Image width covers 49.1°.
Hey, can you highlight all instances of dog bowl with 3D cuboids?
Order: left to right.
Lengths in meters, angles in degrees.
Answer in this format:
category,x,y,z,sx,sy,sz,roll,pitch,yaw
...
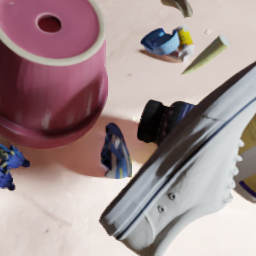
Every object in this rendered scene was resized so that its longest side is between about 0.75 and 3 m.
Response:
category,x,y,z,sx,sy,sz,roll,pitch,yaw
dog bowl,0.786,-2.115,6.897,0.677,0.301,1.214,-41,34,-5

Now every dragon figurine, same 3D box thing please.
category,x,y,z,sx,sy,sz,roll,pitch,yaw
dragon figurine,-2.430,-0.023,3.913,1.184,2.382,0.701,8,55,51

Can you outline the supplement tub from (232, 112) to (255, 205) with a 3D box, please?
category,x,y,z,sx,sy,sz,roll,pitch,yaw
supplement tub,2.771,0.007,4.398,1.847,2.540,1.847,16,52,-22

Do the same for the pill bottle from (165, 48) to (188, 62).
category,x,y,z,sx,sy,sz,roll,pitch,yaw
pill bottle,1.852,-2.836,10.635,0.848,0.480,0.480,30,55,23

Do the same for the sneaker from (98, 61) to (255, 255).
category,x,y,z,sx,sy,sz,roll,pitch,yaw
sneaker,0.878,0.431,3.395,0.981,1.012,2.772,41,98,0

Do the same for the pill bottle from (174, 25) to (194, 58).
category,x,y,z,sx,sy,sz,roll,pitch,yaw
pill bottle,1.726,-2.657,8.656,0.495,0.495,0.906,-21,91,-17

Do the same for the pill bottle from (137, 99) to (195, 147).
category,x,y,z,sx,sy,sz,roll,pitch,yaw
pill bottle,1.718,0.183,7.290,2.772,1.550,1.550,18,51,15

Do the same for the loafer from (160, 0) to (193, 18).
category,x,y,z,sx,sy,sz,roll,pitch,yaw
loafer,1.356,-4.037,8.746,0.626,0.694,1.833,-38,70,22

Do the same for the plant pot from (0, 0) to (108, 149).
category,x,y,z,sx,sy,sz,roll,pitch,yaw
plant pot,-1.649,-1.341,5.752,2.951,2.641,2.951,7,66,-17

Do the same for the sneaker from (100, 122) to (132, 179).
category,x,y,z,sx,sy,sz,roll,pitch,yaw
sneaker,-0.432,0.584,7.537,0.751,0.675,1.826,-13,49,-8

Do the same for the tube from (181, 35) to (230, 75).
category,x,y,z,sx,sy,sz,roll,pitch,yaw
tube,2.108,-1.923,7.755,0.437,1.508,0.391,26,50,-22
